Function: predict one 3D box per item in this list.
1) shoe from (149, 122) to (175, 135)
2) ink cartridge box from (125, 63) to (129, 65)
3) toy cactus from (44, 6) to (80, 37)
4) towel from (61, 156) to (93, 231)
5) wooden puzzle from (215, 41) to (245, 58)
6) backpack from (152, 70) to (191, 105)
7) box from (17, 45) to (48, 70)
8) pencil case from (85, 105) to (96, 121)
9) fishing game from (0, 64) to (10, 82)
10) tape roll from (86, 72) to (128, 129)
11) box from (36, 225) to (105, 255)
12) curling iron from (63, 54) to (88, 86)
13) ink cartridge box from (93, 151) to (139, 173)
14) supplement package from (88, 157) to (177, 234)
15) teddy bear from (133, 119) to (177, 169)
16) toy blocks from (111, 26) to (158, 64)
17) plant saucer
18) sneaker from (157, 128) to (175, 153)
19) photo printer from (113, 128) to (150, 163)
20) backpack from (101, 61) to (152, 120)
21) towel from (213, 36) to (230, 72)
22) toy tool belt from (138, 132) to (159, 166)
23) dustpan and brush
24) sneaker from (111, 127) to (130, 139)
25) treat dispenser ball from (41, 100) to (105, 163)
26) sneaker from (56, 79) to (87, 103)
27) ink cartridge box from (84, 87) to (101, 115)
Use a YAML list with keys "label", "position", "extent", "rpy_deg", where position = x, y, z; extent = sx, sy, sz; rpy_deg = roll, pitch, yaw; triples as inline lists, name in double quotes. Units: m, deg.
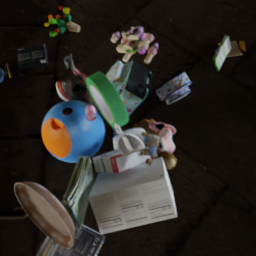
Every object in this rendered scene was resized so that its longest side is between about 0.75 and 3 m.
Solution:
- label: "shoe"
  position: [1.385, 0.038, 10.741]
  extent: [1.133, 0.515, 0.405]
  rpy_deg: [16, 91, -18]
- label: "ink cartridge box"
  position: [0.077, -2.080, 12.441]
  extent: [1.047, 0.604, 1.443]
  rpy_deg: [-28, 71, -11]
- label: "toy cactus"
  position: [-3.190, -5.279, 14.012]
  extent: [1.581, 0.980, 1.917]
  rpy_deg: [19, 56, -1]
- label: "towel"
  position: [-1.539, 2.113, 9.031]
  extent: [0.498, 2.067, 1.770]
  rpy_deg: [12, 51, 6]
- label: "wooden puzzle"
  position: [4.950, -3.798, 13.597]
  extent: [1.559, 0.182, 1.052]
  rpy_deg: [-3, 59, -2]
- label: "backpack"
  position: [1.956, -1.720, 11.859]
  extent: [1.492, 1.421, 1.149]
  rpy_deg: [-38, 86, -17]
- label: "box"
  position: [-4.485, -3.333, 13.169]
  extent: [1.273, 0.502, 0.899]
  rpy_deg: [-10, 67, -5]
- label: "pencil case"
  position: [-1.180, -0.472, 8.868]
  extent: [0.345, 0.345, 0.789]
  rpy_deg: [-11, 22, -5]
- label: "fishing game"
  position: [-6.313, -2.396, 12.850]
  extent: [1.707, 0.265, 1.222]
  rpy_deg: [-15, 62, -7]
- label: "tape roll"
  position: [-0.651, -0.825, 8.593]
  extent: [0.434, 1.807, 1.807]
  rpy_deg: [-32, 68, -13]
- label: "box"
  position: [-2.054, 4.307, 9.346]
  extent: [1.777, 0.542, 2.243]
  rpy_deg: [22, 66, 11]
- label: "curling iron"
  position: [-1.843, -2.107, 11.175]
  extent: [0.370, 2.892, 0.717]
  rpy_deg: [-21, 75, 7]
- label: "ink cartridge box"
  position: [-0.422, 1.107, 9.273]
  extent: [0.921, 1.276, 0.534]
  rpy_deg: [-17, 95, -42]
- label: "supplement package"
  position: [0.185, 2.119, 9.115]
  extent: [2.399, 1.869, 1.330]
  rpy_deg: [-15, 102, 7]
- label: "teddy bear"
  position: [0.992, 0.758, 11.102]
  extent: [1.629, 0.750, 2.247]
  rpy_deg: [-42, 77, -8]
- label: "toy blocks"
  position: [0.373, -4.026, 12.502]
  extent: [1.679, 1.796, 1.512]
  rpy_deg: [15, 68, 37]
- label: "plant saucer"
  position: [-2.453, 2.544, 8.432]
  extent: [2.513, 2.513, 0.403]
  rpy_deg: [35, 51, 16]
- label: "sneaker"
  position: [1.273, 0.638, 10.098]
  extent: [0.510, 1.355, 0.708]
  rpy_deg: [25, 62, 30]
- label: "photo printer"
  position: [0.143, 0.815, 10.234]
  extent: [1.291, 1.551, 0.539]
  rpy_deg: [-17, 21, -19]
- label: "backpack"
  position: [-0.269, -1.285, 10.742]
  extent: [1.710, 2.230, 1.960]
  rpy_deg: [21, 39, -12]
- label: "towel"
  position: [3.963, -3.108, 11.748]
  extent: [0.189, 0.918, 1.230]
  rpy_deg: [21, 76, 36]
- label: "toy tool belt"
  position: [0.555, 0.636, 8.672]
  extent: [0.599, 0.609, 0.975]
  rpy_deg: [18, 84, -1]
- label: "dustpan and brush"
  position: [-0.085, 0.312, 8.217]
  extent: [0.791, 0.324, 1.134]
  rpy_deg: [-23, 104, 23]
- label: "sneaker"
  position: [-0.235, 0.224, 11.022]
  extent: [0.802, 1.389, 0.525]
  rpy_deg: [-2, 102, -10]
- label: "treat dispenser ball"
  position: [-2.018, 0.129, 10.393]
  extent: [2.301, 2.301, 2.301]
  rpy_deg: [0, 64, 0]
- label: "sneaker"
  position: [-1.958, -1.275, 11.103]
  extent: [0.902, 2.204, 0.849]
  rpy_deg: [-21, 73, 10]
- label: "ink cartridge box"
  position: [-1.224, -0.930, 11.424]
  extent: [0.305, 1.366, 1.204]
  rpy_deg: [-26, 45, 25]
